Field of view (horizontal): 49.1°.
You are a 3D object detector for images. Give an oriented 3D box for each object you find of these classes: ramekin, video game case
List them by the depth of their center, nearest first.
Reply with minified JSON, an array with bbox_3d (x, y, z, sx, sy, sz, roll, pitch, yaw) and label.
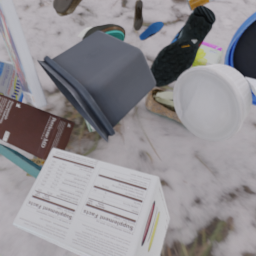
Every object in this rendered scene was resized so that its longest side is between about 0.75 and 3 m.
[{"bbox_3d":[-2.483,-1.623,6.355,0.259,2.255,2.055,-21,18,-22],"label":"video game case"},{"bbox_3d":[1.949,-0.639,6.393,0.823,1.768,1.768,-31,59,-34],"label":"ramekin"}]

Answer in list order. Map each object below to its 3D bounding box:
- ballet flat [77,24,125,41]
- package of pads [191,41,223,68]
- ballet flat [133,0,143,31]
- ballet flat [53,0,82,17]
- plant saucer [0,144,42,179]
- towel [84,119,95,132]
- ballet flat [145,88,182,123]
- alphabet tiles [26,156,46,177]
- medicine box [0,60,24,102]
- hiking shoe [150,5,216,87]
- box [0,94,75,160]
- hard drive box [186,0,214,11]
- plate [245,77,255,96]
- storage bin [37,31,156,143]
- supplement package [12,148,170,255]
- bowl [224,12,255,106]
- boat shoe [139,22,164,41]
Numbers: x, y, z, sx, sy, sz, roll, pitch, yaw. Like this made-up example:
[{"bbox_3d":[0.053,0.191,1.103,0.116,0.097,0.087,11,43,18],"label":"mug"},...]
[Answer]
[{"bbox_3d":[-1.041,-2.056,7.481,0.947,2.786,0.953,4,65,-34],"label":"ballet flat"},{"bbox_3d":[2.805,-2.877,11.069,1.613,0.550,1.246,23,57,16],"label":"package of pads"},{"bbox_3d":[0.299,-3.511,8.717,0.319,0.948,0.220,-17,44,-20],"label":"ballet flat"},{"bbox_3d":[-1.505,-5.056,9.735,0.980,0.675,2.910,40,94,14],"label":"ballet flat"},{"bbox_3d":[-2.080,1.035,6.486,2.409,0.842,0.229,28,78,23],"label":"plant saucer"},{"bbox_3d":[-0.926,-0.317,9.471,1.049,0.161,0.783,-18,57,-13],"label":"towel"},{"bbox_3d":[1.883,-0.623,9.204,2.824,0.950,0.961,17,56,11],"label":"ballet flat"},{"bbox_3d":[-2.696,1.170,8.483,0.859,0.027,0.715,6,54,5],"label":"alphabet tiles"},{"bbox_3d":[-3.463,-1.188,7.545,0.709,1.377,1.254,21,98,17],"label":"medicine box"},{"bbox_3d":[1.579,-2.211,8.203,0.975,1.136,2.620,39,90,3],"label":"hiking shoe"},{"bbox_3d":[-2.368,-0.027,6.542,2.008,0.752,1.006,19,87,19],"label":"box"},{"bbox_3d":[2.026,-4.307,7.762,1.226,1.573,0.604,-21,42,18],"label":"hard drive box"},{"bbox_3d":[3.228,-0.610,5.844,1.445,0.234,1.448,16,26,4],"label":"plate"},{"bbox_3d":[-0.552,-0.974,5.859,1.539,1.668,2.292,-39,43,-8],"label":"storage bin"},{"bbox_3d":[-0.352,1.517,4.535,1.711,2.197,1.218,12,63,20],"label":"supplement package"},{"bbox_3d":[3.855,-1.755,6.881,2.875,2.875,0.564,8,43,6],"label":"bowl"},{"bbox_3d":[0.629,-2.638,7.570,0.755,0.318,0.259,-20,5,28],"label":"boat shoe"}]
